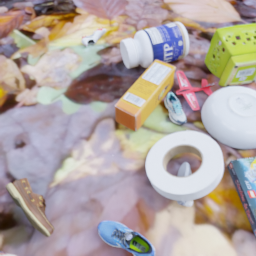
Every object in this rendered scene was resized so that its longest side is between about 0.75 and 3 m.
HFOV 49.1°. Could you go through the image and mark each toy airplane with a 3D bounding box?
[{"bbox_3d":[2.582,-1.519,11.031,1.877,0.345,1.877,1,65,-2],"label":"toy airplane"}]

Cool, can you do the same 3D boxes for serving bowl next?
[{"bbox_3d":[4.050,-0.576,10.073,2.648,0.871,2.648,0,54,0],"label":"serving bowl"}]

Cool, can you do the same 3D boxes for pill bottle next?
[{"bbox_3d":[1.054,-3.345,11.635,2.560,1.532,1.532,-18,57,-11],"label":"pill bottle"}]

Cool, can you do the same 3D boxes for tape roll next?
[{"bbox_3d":[1.718,1.106,8.692,2.386,0.436,2.386,-13,44,13],"label":"tape roll"}]

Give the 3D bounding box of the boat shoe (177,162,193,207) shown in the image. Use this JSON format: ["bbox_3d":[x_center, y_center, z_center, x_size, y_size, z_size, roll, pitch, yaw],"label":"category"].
[{"bbox_3d":[1.847,1.764,8.711,0.496,0.504,1.421,24,50,-16],"label":"boat shoe"}]

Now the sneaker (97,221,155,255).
[{"bbox_3d":[-0.047,2.971,7.620,1.724,0.769,0.677,21,57,15],"label":"sneaker"}]

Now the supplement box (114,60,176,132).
[{"bbox_3d":[0.697,-1.273,10.509,0.999,0.966,2.904,29,59,22],"label":"supplement box"}]

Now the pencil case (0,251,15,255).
[{"bbox_3d":[-2.579,3.685,6.860,2.647,1.184,1.030,8,54,7],"label":"pencil case"}]

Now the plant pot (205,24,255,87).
[{"bbox_3d":[4.336,-2.754,11.072,1.865,1.856,1.692,-9,61,-6],"label":"plant pot"}]

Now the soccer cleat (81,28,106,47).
[{"bbox_3d":[-1.529,-4.149,12.897,1.310,0.450,0.558,-30,70,-17],"label":"soccer cleat"}]

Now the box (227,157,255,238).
[{"bbox_3d":[4.246,2.010,8.483,1.644,0.454,2.407,-7,55,-5],"label":"box"}]

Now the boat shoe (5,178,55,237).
[{"bbox_3d":[-2.747,2.226,8.149,0.706,0.752,2.090,-34,59,-30],"label":"boat shoe"}]

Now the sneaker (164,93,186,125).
[{"bbox_3d":[1.722,-0.726,10.340,0.532,0.592,1.372,-18,57,-12],"label":"sneaker"}]
